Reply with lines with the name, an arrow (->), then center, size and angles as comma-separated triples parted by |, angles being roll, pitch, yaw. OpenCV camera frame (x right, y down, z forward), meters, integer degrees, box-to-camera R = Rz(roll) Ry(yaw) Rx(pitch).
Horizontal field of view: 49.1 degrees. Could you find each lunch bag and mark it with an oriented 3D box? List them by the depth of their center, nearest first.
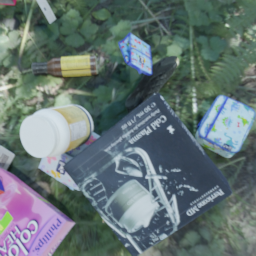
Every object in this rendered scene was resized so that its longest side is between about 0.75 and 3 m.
lunch bag -> 0.258, -2.090, 8.417 | 0.893, 0.558, 1.187 | 20, 50, -40
lunch bag -> -1.743, 0.889, 9.003 | 1.572, 1.179, 1.854 | 30, 77, 11
lunch bag -> 3.284, -0.068, 9.576 | 1.538, 0.789, 1.913 | 31, 71, 14

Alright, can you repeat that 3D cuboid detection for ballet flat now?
ballet flat -> 0.904, -1.515, 10.084 | 0.950, 0.812, 2.859 | 21, 67, 48

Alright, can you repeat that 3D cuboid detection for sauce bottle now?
sauce bottle -> -2.329, -2.267, 10.394 | 2.364, 0.765, 0.765 | -2, 69, -3

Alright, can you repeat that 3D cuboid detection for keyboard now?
keyboard -> -2.680, -3.884, 9.104 | 0.286, 1.017, 0.054 | -44, 56, -13

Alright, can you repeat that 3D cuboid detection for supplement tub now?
supplement tub -> -1.904, 0.066, 7.659 | 1.278, 1.770, 1.278 | 5, 102, 23

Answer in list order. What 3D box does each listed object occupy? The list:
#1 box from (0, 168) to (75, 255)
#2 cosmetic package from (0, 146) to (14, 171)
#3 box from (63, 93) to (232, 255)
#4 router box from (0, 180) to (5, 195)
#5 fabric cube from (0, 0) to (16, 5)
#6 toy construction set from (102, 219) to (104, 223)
box -> -3.436, 2.942, 8.116 | 2.737, 1.323, 2.408 | 34, 73, 12
cosmetic package -> -5.098, 0.675, 9.050 | 2.368, 1.201, 0.844 | 21, 72, 8
box -> 0.489, 1.097, 7.338 | 2.950, 1.828, 2.900 | -38, 91, 11
router box -> -5.044, 1.187, 7.799 | 2.336, 0.636, 2.602 | -27, 69, -8
fabric cube -> -5.234, -5.898, 11.657 | 1.037, 1.017, 1.034 | 6, 68, 3
toy construction set -> -0.559, 2.332, 8.636 | 0.718, 0.661, 0.860 | -14, 114, 8
